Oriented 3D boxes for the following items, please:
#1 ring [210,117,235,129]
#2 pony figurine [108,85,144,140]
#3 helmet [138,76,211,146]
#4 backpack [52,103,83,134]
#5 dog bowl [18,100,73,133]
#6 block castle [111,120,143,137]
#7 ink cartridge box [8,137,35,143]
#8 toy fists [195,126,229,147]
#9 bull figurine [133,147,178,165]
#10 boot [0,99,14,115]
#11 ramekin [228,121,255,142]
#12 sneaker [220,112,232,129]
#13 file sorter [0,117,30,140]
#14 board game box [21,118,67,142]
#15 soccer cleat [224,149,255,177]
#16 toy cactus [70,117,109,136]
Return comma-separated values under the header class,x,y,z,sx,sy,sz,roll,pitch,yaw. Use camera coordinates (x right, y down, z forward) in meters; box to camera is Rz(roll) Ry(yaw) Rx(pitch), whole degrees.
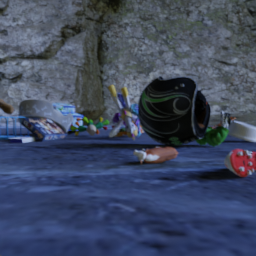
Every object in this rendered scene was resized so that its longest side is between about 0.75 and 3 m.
class,x,y,z,sx,sy,sz,roll,pitch,yaw
ring,7.273,-0.324,22.101,2.443,0.234,2.443,-26,-4,-2
pony figurine,-0.127,-0.563,13.510,2.225,2.672,2.580,-18,-9,-1
helmet,1.437,-0.594,9.557,2.274,2.385,2.385,3,3,33
backpack,-4.257,-0.556,17.757,2.457,1.973,2.685,6,1,40
dog bowl,-4.325,-0.410,14.526,2.830,0.830,2.830,7,-25,3
block castle,0.022,-0.032,15.263,1.196,0.840,1.790,-8,-1,28
ink cartridge box,-4.247,0.478,11.111,0.545,0.213,1.151,1,-1,11
toy fists,2.761,0.271,9.523,0.454,0.672,1.319,41,-16,-23
bull figurine,0.515,0.550,5.679,0.969,0.316,0.588,0,1,-20
boot,-5.974,-1.048,13.339,1.311,0.483,0.495,32,-4,25
ramekin,4.722,0.128,11.487,1.245,0.580,1.245,13,11,-3
sneaker,5.125,-0.222,14.538,0.583,1.289,0.429,-1,-12,11
file sorter,-5.730,0.004,13.225,1.724,1.057,1.196,1,2,11
board game box,-3.641,0.061,12.365,1.251,0.319,1.846,37,11,12
soccer cleat,1.749,0.556,4.485,0.523,0.421,1.228,-10,-9,39
toy cactus,-2.140,0.048,15.663,2.228,1.139,1.838,1,19,-13
